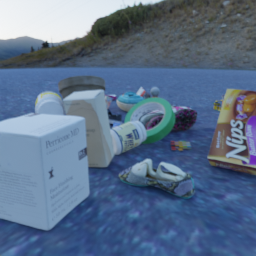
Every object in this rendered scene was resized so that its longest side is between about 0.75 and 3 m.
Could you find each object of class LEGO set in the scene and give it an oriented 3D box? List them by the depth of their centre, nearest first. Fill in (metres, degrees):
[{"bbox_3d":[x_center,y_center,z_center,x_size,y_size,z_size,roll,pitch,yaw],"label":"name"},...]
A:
[{"bbox_3d":[5.510,-1.421,15.016,1.773,1.027,1.363,0,16,0],"label":"LEGO set"}]

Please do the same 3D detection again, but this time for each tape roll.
[{"bbox_3d":[0.777,-0.291,10.226,1.832,0.440,1.832,-16,47,17],"label":"tape roll"}]

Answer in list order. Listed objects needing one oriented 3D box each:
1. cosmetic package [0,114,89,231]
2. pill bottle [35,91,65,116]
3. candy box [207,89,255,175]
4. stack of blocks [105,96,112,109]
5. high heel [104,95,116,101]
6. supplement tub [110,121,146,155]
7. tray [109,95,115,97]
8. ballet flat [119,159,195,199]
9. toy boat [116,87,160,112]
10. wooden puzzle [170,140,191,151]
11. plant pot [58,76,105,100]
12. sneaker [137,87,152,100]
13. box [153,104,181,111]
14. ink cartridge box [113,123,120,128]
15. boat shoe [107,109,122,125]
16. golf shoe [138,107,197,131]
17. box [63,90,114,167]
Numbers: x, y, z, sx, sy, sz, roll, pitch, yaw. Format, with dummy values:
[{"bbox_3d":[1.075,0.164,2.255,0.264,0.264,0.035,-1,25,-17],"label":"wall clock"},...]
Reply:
[{"bbox_3d":[-1.866,0.774,5.819,1.532,1.857,1.531,6,17,22],"label":"cosmetic package"},{"bbox_3d":[-3.551,-0.885,12.690,1.284,1.284,2.247,-5,17,-16],"label":"pill bottle"},{"bbox_3d":[3.223,0.060,7.920,1.340,2.296,0.648,11,-22,32],"label":"candy box"},{"bbox_3d":[-1.199,-1.261,14.616,0.463,0.804,0.235,24,-3,-16],"label":"stack of blocks"},{"bbox_3d":[-1.291,-1.990,18.199,1.070,0.361,0.514,24,35,23],"label":"high heel"},{"bbox_3d":[-0.076,0.294,9.082,1.167,0.846,0.846,-22,25,-29],"label":"supplement tub"},{"bbox_3d":[-1.196,-2.089,18.991,0.588,0.121,1.095,2,16,4],"label":"tray"},{"bbox_3d":[0.664,1.117,6.822,1.995,0.718,0.718,9,18,29],"label":"ballet flat"},{"bbox_3d":[0.602,-1.590,15.388,2.474,1.150,2.079,-7,17,-22],"label":"toy boat"},{"bbox_3d":[1.811,0.592,9.681,0.665,0.079,1.121,0,14,6],"label":"wooden puzzle"},{"bbox_3d":[-1.898,-1.081,11.885,2.014,1.748,2.014,-5,-6,-1],"label":"plant pot"},{"bbox_3d":[0.946,-1.856,17.320,0.993,0.935,2.426,34,11,-6],"label":"sneaker"},{"bbox_3d":[2.166,-1.001,14.862,1.275,0.314,1.320,-5,16,-25],"label":"box"},{"bbox_3d":[-0.446,0.122,10.568,0.293,0.523,0.766,6,16,-2],"label":"ink cartridge box"},{"bbox_3d":[-0.939,-0.557,12.599,0.607,0.576,1.737,7,8,-45],"label":"boat shoe"},{"bbox_3d":[1.623,-0.432,11.427,2.709,0.983,1.247,-9,27,-30],"label":"golf shoe"},{"bbox_3d":[-1.063,0.032,7.875,0.969,2.040,0.793,-3,22,16],"label":"box"}]
